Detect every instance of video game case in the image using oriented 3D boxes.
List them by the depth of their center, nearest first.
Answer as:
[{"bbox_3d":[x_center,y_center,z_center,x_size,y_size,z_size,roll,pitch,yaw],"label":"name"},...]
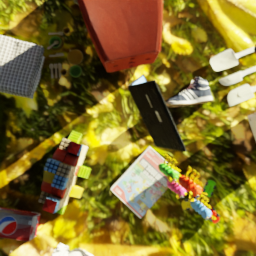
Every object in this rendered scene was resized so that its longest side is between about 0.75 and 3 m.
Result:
[{"bbox_3d":[0.598,1.918,9.966,1.492,0.182,2.086,43,85,5],"label":"video game case"}]

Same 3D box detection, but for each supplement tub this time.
[{"bbox_3d":[-1.309,5.128,8.588,2.969,2.152,2.152,28,84,4],"label":"supplement tub"}]

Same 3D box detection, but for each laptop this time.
[{"bbox_3d":[0.896,-0.519,7.543,1.106,2.141,1.897,-33,105,-21],"label":"laptop"}]

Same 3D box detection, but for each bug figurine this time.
[{"bbox_3d":[1.556,1.664,7.594,0.560,2.176,1.687,-43,46,-10],"label":"bug figurine"}]

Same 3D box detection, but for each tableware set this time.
[{"bbox_3d":[-2.355,-2.796,10.465,1.299,0.296,1.929,-4,83,-1],"label":"tableware set"}]

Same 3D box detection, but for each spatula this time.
[{"bbox_3d":[4.673,-2.225,10.437,2.862,0.230,1.990,-23,83,-2],"label":"spatula"}]

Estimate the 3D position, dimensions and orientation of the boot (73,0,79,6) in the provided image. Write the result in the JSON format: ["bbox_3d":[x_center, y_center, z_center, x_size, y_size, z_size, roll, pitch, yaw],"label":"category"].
[{"bbox_3d":[-0.737,-4.506,10.327,2.181,0.870,2.399,-39,76,7],"label":"boot"}]

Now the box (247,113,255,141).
[{"bbox_3d":[5.735,-0.297,9.518,2.527,1.572,1.232,-16,84,-2],"label":"box"}]

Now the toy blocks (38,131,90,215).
[{"bbox_3d":[-2.151,1.473,9.110,1.444,1.975,2.890,19,83,2],"label":"toy blocks"}]

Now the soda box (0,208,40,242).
[{"bbox_3d":[-4.338,3.196,9.512,2.440,0.774,0.854,8,82,2],"label":"soda box"}]

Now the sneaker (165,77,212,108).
[{"bbox_3d":[2.136,-1.286,10.114,1.737,0.609,0.942,-8,88,-8],"label":"sneaker"}]

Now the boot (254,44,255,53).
[{"bbox_3d":[4.212,-1.857,7.891,0.634,0.619,1.680,-19,60,-17],"label":"boot"}]

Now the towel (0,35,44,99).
[{"bbox_3d":[-4.049,-2.218,10.103,1.687,0.872,2.038,12,83,1],"label":"towel"}]

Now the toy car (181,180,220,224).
[{"bbox_3d":[2.695,2.474,9.837,1.421,0.317,1.337,24,83,2],"label":"toy car"}]

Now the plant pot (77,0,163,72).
[{"bbox_3d":[-0.135,-3.313,9.471,2.655,2.652,2.340,-11,91,-1],"label":"plant pot"}]
